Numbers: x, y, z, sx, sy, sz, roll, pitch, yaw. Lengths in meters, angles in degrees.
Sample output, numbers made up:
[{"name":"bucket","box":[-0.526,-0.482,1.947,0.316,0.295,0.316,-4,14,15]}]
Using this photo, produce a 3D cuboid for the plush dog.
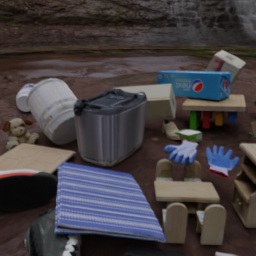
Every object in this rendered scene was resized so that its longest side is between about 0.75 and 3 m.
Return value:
[{"name":"plush dog","box":[-3.695,0.146,9.412,0.912,0.976,1.137,19,28,40]}]

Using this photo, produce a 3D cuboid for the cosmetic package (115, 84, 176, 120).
[{"name":"cosmetic package","box":[0.601,-0.944,10.716,2.276,1.178,0.832,-2,53,20]}]

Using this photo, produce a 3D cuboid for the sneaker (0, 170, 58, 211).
[{"name":"sneaker","box":[-3.210,1.244,6.545,2.968,0.991,1.591,-10,26,-18]}]

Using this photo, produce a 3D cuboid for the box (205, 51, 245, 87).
[{"name":"box","box":[4.166,-2.200,13.029,1.263,2.318,1.482,34,35,15]}]

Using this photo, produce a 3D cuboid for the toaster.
[{"name":"toaster","box":[-0.538,-0.060,8.700,1.640,1.864,2.885,10,23,27]}]

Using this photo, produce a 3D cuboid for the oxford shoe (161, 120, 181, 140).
[{"name":"oxford shoe","box":[1.589,0.070,10.293,0.465,0.485,1.315,-9,23,-22]}]

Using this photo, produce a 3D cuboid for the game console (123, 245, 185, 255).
[{"name":"game console","box":[0.439,2.432,4.727,1.046,0.609,0.920,3,51,10]}]

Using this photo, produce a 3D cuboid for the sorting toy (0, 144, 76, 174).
[{"name":"sorting toy","box":[-2.832,1.027,8.064,1.949,0.384,2.106,7,19,18]}]

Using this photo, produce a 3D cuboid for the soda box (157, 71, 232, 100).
[{"name":"soda box","box":[2.594,-1.786,11.438,0.943,0.996,2.938,-14,19,-43]}]

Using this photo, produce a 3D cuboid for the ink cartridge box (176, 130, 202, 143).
[{"name":"ink cartridge box","box":[2.085,0.286,9.821,0.602,0.309,0.815,-11,13,-31]}]

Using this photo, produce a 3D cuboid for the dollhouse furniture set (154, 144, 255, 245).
[{"name":"dollhouse furniture set","box":[1.700,1.177,5.916,2.237,1.486,1.961,1,18,1]}]

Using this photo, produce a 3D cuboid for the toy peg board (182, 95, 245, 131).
[{"name":"toy peg board","box":[3.367,-0.597,10.967,2.148,1.055,2.157,3,18,20]}]

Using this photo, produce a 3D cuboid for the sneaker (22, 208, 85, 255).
[{"name":"sneaker","box":[-1.316,2.090,4.768,1.062,0.780,2.347,-4,18,-3]}]

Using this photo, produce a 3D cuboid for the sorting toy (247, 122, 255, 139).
[{"name":"sorting toy","box":[4.582,-0.001,9.575,0.183,0.522,1.083,-7,-9,-45]}]

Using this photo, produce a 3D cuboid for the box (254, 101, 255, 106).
[{"name":"box","box":[6.259,-0.891,11.596,1.379,0.850,1.368,-26,20,12]}]

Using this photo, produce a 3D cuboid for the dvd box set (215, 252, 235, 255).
[{"name":"dvd box set","box":[1.850,2.548,4.285,0.969,0.195,1.325,6,22,13]}]

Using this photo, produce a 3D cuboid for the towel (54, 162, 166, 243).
[{"name":"towel","box":[-0.546,1.494,5.981,1.994,0.328,2.754,12,12,-15]}]

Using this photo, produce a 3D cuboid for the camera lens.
[{"name":"camera lens","box":[-2.446,-0.603,9.670,1.565,1.565,1.957,-18,58,-39]}]

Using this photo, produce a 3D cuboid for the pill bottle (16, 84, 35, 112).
[{"name":"pill bottle","box":[-4.737,-1.400,13.352,1.043,1.043,1.742,-3,23,-8]}]

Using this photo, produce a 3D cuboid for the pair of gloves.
[{"name":"pair of gloves","box":[1.765,0.662,6.778,1.727,0.197,1.388,15,23,20]}]
